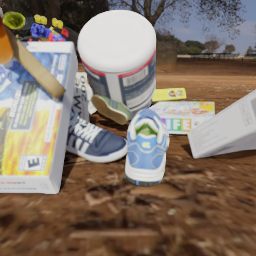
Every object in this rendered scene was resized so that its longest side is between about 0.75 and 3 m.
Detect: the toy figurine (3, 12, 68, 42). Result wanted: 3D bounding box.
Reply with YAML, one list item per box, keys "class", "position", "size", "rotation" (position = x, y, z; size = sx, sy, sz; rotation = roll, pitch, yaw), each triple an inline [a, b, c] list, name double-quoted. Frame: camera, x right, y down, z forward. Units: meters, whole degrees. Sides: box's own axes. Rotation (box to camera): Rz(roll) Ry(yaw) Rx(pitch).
- class: "toy figurine"
  position: [-2.208, -2.242, 7.083]
  size: [1.694, 0.894, 1.015]
  rotation: [15, 3, 10]

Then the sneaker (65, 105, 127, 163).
- class: "sneaker"
  position: [-0.908, 0.023, 5.573]
  size: [1.915, 1.039, 0.671]
  rotation: [10, 42, 34]

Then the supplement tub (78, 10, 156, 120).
- class: "supplement tub"
  position: [-0.205, -1.701, 8.331]
  size: [2.055, 2.055, 2.928]
  rotation: [1, -27, 5]

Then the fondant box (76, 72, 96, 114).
- class: "fondant box"
  position: [-2.047, -1.713, 10.866]
  size: [0.696, 2.388, 1.723]
  rotation: [-42, 16, 0]

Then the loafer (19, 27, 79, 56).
- class: "loafer"
  position: [-2.475, -2.487, 8.918]
  size: [0.978, 1.006, 2.754]
  rotation: [-40, -5, 40]

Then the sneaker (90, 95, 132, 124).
- class: "sneaker"
  position: [-0.423, -0.560, 7.776]
  size: [1.227, 0.411, 0.551]
  rotation: [34, 35, 16]

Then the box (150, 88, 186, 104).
- class: "box"
  position: [1.599, -1.439, 12.861]
  size: [2.149, 0.538, 0.809]
  rotation: [-9, -5, -33]

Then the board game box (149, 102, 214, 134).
- class: "board game box"
  position: [1.626, -0.384, 8.642]
  size: [1.953, 0.497, 2.906]
  rotation: [1, 13, 17]

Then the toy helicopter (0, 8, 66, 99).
- class: "toy helicopter"
  position: [-1.659, -1.253, 3.808]
  size: [0.870, 2.206, 1.459]
  rotation: [-47, 22, -10]

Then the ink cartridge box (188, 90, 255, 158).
- class: "ink cartridge box"
  position: [2.764, -0.156, 4.864]
  size: [2.435, 0.618, 2.763]
  rotation: [-5, -16, -18]

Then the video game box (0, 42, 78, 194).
- class: "video game box"
  position: [-2.315, -0.337, 4.714]
  size: [2.602, 0.668, 2.856]
  rotation: [-2, 55, 2]

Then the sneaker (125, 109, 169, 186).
- class: "sneaker"
  position: [0.406, 0.092, 5.108]
  size: [0.828, 0.842, 2.186]
  rotation: [4, 27, 1]

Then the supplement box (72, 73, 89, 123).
- class: "supplement box"
  position: [-2.176, -0.754, 7.964]
  size: [0.931, 1.596, 2.533]
  rotation: [-12, 17, -39]
